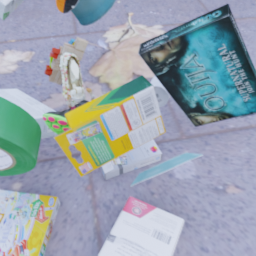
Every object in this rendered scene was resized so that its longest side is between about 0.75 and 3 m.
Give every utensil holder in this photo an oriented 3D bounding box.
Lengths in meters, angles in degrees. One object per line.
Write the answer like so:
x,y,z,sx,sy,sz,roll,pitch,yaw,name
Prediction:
0.943,-1.125,8.296,0.743,0.743,0.874,14,37,12,utensil holder

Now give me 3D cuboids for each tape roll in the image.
-3.219,0.175,5.287,2.985,2.985,0.717,2,64,1,tape roll

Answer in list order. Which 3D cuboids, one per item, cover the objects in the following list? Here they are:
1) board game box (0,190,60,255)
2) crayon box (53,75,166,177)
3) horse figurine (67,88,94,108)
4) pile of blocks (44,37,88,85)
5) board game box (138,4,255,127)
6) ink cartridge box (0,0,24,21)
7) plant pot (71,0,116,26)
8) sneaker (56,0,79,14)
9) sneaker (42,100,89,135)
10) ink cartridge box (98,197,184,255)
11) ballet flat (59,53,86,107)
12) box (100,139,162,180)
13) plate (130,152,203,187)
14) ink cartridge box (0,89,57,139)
-2.790,2.741,6.685,1.644,0.419,2.446,5,48,5,board game box
-0.277,-0.010,4.539,1.647,1.036,0.425,-28,43,-7,crayon box
-0.511,-0.197,6.321,2.222,1.472,0.554,-2,40,-12,horse figurine
-1.800,-1.939,7.499,0.663,2.134,0.876,12,68,-30,pile of blocks
1.807,-1.127,6.375,1.954,2.889,0.407,-15,48,33,board game box
-2.509,-2.793,5.951,0.361,0.599,0.825,40,65,-14,ink cartridge box
-1.420,-4.370,8.810,1.611,1.513,1.611,-21,49,27,plant pot
-1.456,-3.899,7.659,0.613,1.619,0.745,25,14,-9,sneaker
-0.954,-0.200,5.388,1.434,0.550,0.601,-2,39,14,sneaker
0.239,2.798,6.366,1.456,0.823,1.988,20,51,17,ink cartridge box
-1.176,-0.954,6.052,0.517,1.368,0.437,-18,11,-32,ballet flat
-0.096,0.652,8.593,1.820,0.375,1.419,-19,51,-15,box
0.796,0.853,6.098,1.706,1.706,0.218,-20,78,-17,plate
-3.469,-0.274,6.893,2.341,0.724,2.887,27,27,34,ink cartridge box
